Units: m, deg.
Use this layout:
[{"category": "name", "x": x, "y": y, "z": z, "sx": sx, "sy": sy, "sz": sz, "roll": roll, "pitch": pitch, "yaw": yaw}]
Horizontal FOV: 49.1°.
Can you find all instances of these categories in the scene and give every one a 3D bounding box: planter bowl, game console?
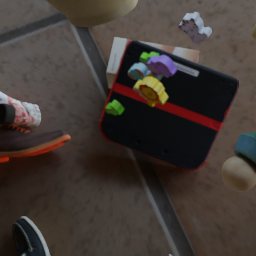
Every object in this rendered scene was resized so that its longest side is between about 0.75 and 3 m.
[{"category": "planter bowl", "x": -0.684, "y": -2.891, "z": 5.053, "sx": 2.388, "sy": 1.607, "sz": 2.388, "roll": -9, "pitch": 44, "yaw": 9}, {"category": "game console", "x": 0.851, "y": -0.428, "z": 6.383, "sx": 2.676, "sy": 0.415, "sz": 2.367, "roll": 21, "pitch": 98, "yaw": -1}]

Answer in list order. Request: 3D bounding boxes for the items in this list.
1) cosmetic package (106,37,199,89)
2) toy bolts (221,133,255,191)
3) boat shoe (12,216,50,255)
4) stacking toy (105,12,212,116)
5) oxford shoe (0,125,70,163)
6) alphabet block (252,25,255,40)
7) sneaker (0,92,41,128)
[{"category": "cosmetic package", "x": 0.588, "y": -1.438, "z": 6.967, "sx": 2.085, "sy": 0.909, "sz": 1.077, "roll": 9, "pitch": 75, "yaw": 3}, {"category": "toy bolts", "x": 2.421, "y": 0.767, "z": 3.980, "sx": 1.429, "sy": 1.967, "sz": 2.060, "roll": -45, "pitch": 70, "yaw": -2}, {"category": "boat shoe", "x": -1.947, "y": 2.848, "z": 5.703, "sx": 0.629, "sy": 0.789, "sz": 2.086, "roll": -16, "pitch": 67, "yaw": -47}, {"category": "stacking toy", "x": 0.294, "y": -0.848, "z": 4.119, "sx": 0.405, "sy": 1.725, "sz": 1.300, "roll": 41, "pitch": 71, "yaw": -18}, {"category": "oxford shoe", "x": -2.531, "y": 0.271, "z": 6.444, "sx": 2.338, "sy": 0.832, "sz": 0.848, "roll": -12, "pitch": 85, "yaw": -3}, {"category": "alphabet block", "x": 3.410, "y": -1.734, "z": 4.150, "sx": 1.773, "sy": 1.816, "sz": 1.783, "roll": 33, "pitch": 89, "yaw": -18}, {"category": "sneaker", "x": -2.856, "y": -0.465, "z": 6.865, "sx": 1.828, "sy": 0.980, "sz": 0.610, "roll": 26, "pitch": 102, "yaw": 42}]
